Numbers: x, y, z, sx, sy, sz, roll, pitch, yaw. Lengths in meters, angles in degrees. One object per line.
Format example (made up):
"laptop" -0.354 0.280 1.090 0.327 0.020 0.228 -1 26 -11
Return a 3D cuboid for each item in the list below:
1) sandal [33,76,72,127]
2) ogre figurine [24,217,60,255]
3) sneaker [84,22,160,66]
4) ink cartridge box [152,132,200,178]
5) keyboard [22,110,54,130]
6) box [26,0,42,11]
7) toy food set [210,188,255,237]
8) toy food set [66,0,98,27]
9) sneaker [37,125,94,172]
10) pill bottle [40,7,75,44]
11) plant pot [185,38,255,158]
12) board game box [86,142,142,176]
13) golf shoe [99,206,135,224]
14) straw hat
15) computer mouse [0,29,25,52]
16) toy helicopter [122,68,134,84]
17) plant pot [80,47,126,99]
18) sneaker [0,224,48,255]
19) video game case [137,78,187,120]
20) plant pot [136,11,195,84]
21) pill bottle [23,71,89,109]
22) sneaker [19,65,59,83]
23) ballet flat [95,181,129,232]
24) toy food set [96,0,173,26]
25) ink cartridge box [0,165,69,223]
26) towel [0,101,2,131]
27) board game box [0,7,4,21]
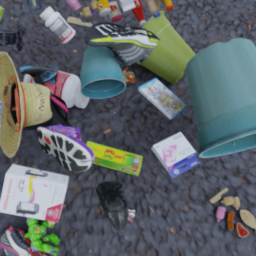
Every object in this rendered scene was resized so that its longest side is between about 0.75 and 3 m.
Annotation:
"sandal" -2.214 -0.795 8.628 0.444 0.740 1.971 -31 95 -1
"ogre figurine" -2.699 3.280 8.797 0.729 0.891 1.486 -16 73 40
"sneaker" -0.148 -2.386 8.327 2.690 1.089 0.994 -9 42 -42
"ink cartridge box" 1.103 0.598 6.381 0.827 0.182 0.842 -24 63 -23
"keyboard" -4.034 -0.568 10.775 2.447 0.485 1.273 1 92 -1
"box" -3.076 -4.515 8.640 0.394 1.216 1.543 -17 47 -16
"toy food set" 3.469 2.911 9.316 1.056 0.262 1.661 -32 78 -13
"toy food set" -1.374 -4.220 8.863 1.172 1.843 0.290 3 21 -26
"sneaker" -1.584 0.326 7.477 1.022 0.988 2.450 -25 31 -31
"pill bottle" -2.335 -3.395 9.252 0.615 1.110 0.615 -29 36 24
"plant pot" 2.848 -0.793 7.639 2.649 2.649 2.595 -12 74 -5
"board game box" -0.508 1.083 9.679 1.924 0.977 0.458 15 66 6
"golf shoe" -0.357 2.745 9.307 1.182 0.429 0.544 21 55 1
"straw hat" -2.764 -0.636 7.716 1.261 2.980 2.980 -8 63 -36
"computer mouse" -3.839 -2.826 8.883 0.282 0.741 1.071 31 28 26
"toy helicopter" -0.226 -2.078 11.388 0.949 0.374 0.628 -14 67 -1
"plant pot" -0.883 -1.820 8.948 1.421 1.421 1.335 -9 73 -4
"sneaker" -3.077 4.027 8.556 0.825 0.891 2.209 -47 67 1
"video game case" 1.139 -0.983 9.181 1.470 0.131 1.052 44 46 13
"plant pot" 1.445 -2.911 10.944 2.170 2.285 2.285 40 72 3
"pill bottle" -2.638 -1.504 10.624 2.292 1.287 1.287 16 68 7
"sneaker" -2.903 -1.775 9.319 0.547 1.493 0.612 14 104 33
"ballet flat" -0.430 1.816 6.979 0.723 2.175 0.618 -6 100 -7
"toy food set" 0.192 -3.305 7.770 1.984 0.947 0.893 -22 92 -1
"ink cartridge box" -2.155 1.518 6.466 1.349 0.577 0.995 13 100 -12
"towel" -3.231 0.012 6.145 0.149 1.253 0.907 35 34 22
"board game box" -4.770 -3.943 10.032 0.191 0.408 0.803 34 114 8
